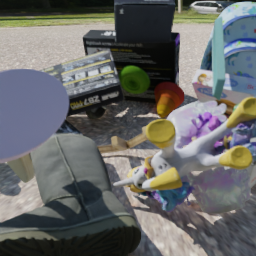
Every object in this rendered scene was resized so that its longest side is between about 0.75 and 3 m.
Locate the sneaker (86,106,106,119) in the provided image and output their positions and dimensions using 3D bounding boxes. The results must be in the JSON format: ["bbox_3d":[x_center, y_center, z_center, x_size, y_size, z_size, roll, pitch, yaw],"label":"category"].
[{"bbox_3d":[-1.237,-0.830,8.590,1.073,0.697,1.858,-30,42,32],"label":"sneaker"}]

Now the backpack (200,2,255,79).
[{"bbox_3d":[3.530,-1.980,8.148,2.548,2.784,2.046,11,40,6],"label":"backpack"}]

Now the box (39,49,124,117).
[{"bbox_3d":[-1.423,-1.117,7.282,2.375,0.583,1.915,-17,43,0],"label":"box"}]

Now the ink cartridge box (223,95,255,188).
[{"bbox_3d":[2.322,0.240,5.198,1.084,1.486,0.625,-23,37,-39],"label":"ink cartridge box"}]

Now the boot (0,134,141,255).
[{"bbox_3d":[-1.282,0.955,4.376,2.460,0.982,2.705,1,29,-27],"label":"boot"}]

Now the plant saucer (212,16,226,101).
[{"bbox_3d":[1.768,-1.405,5.530,0.166,0.611,1.749,5,58,10],"label":"plant saucer"}]

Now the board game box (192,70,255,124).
[{"bbox_3d":[2.648,-0.486,6.517,1.972,1.967,0.406,18,73,33],"label":"board game box"}]

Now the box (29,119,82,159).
[{"bbox_3d":[-1.877,0.232,6.603,1.311,0.326,1.034,-17,30,-31],"label":"box"}]

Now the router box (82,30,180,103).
[{"bbox_3d":[0.131,-1.915,8.886,2.873,2.143,0.734,8,39,16],"label":"router box"}]

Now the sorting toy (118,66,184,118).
[{"bbox_3d":[0.214,-1.076,8.272,2.866,0.994,0.987,24,53,1],"label":"sorting toy"}]

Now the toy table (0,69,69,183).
[{"bbox_3d":[-1.500,-0.016,3.421,1.517,1.395,0.889,-27,-6,-45],"label":"toy table"}]

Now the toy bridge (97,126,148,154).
[{"bbox_3d":[-0.172,0.330,5.916,1.607,0.219,0.540,-16,-21,18],"label":"toy bridge"}]

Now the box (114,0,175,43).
[{"bbox_3d":[0.371,-3.338,7.789,1.530,1.079,2.068,1,46,-1],"label":"box"}]

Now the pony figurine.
[{"bbox_3d":[0.977,0.407,4.131,2.266,1.955,2.348,-14,-16,-15],"label":"pony figurine"}]
